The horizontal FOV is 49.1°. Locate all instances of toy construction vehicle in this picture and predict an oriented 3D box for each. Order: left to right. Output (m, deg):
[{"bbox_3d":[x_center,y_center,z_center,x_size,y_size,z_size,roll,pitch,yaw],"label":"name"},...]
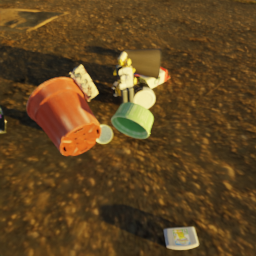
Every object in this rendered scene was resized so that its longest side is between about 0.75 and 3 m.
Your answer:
[{"bbox_3d":[-0.099,-2.171,12.001,0.634,1.799,1.567,16,57,20],"label":"toy construction vehicle"}]

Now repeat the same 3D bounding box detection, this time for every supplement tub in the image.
[{"bbox_3d":[0.520,-1.760,13.412,1.108,1.108,1.808,-8,38,-10],"label":"supplement tub"}]

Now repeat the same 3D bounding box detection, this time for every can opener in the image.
[{"bbox_3d":[-0.083,-1.466,10.902,0.531,2.016,0.670,-16,35,-15],"label":"can opener"}]

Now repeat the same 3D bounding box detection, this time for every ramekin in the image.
[{"bbox_3d":[0.178,-0.266,9.588,1.381,1.381,0.675,16,65,20],"label":"ramekin"}]

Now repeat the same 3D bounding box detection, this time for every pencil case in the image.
[{"bbox_3d":[-1.635,-1.642,10.416,0.583,1.303,0.507,-35,21,-10],"label":"pencil case"}]

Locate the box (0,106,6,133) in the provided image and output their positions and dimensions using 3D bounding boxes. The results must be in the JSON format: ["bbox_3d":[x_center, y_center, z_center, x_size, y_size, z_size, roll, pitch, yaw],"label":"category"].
[{"bbox_3d":[-5.595,-0.410,11.635,0.707,1.138,0.845,-10,39,-13],"label":"box"}]

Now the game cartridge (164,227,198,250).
[{"bbox_3d":[1.494,3.118,7.898,0.897,0.182,0.598,-3,42,-4],"label":"game cartridge"}]

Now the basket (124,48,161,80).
[{"bbox_3d":[0.665,-3.240,13.858,1.774,1.207,1.600,5,78,-1],"label":"basket"}]

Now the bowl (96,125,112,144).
[{"bbox_3d":[-0.993,0.251,11.229,0.752,0.752,0.405,0,2,-1],"label":"bowl"}]

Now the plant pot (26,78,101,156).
[{"bbox_3d":[-2.186,-0.287,10.108,2.201,2.201,2.140,-23,58,-27],"label":"plant pot"}]

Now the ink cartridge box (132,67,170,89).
[{"bbox_3d":[1.242,-2.817,15.030,2.012,0.677,1.169,-32,52,-32],"label":"ink cartridge box"}]
